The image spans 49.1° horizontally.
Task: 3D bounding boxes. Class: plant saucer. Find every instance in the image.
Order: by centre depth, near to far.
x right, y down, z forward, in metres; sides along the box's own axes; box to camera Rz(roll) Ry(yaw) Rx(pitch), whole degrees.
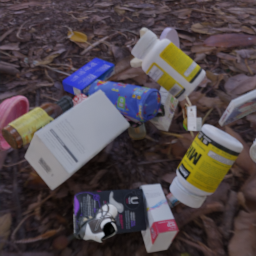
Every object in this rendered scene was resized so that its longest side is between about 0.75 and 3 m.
[{"bbox_3d":[-4.246,-0.220,9.964,0.514,2.030,2.030,20,46,0],"label":"plant saucer"}]

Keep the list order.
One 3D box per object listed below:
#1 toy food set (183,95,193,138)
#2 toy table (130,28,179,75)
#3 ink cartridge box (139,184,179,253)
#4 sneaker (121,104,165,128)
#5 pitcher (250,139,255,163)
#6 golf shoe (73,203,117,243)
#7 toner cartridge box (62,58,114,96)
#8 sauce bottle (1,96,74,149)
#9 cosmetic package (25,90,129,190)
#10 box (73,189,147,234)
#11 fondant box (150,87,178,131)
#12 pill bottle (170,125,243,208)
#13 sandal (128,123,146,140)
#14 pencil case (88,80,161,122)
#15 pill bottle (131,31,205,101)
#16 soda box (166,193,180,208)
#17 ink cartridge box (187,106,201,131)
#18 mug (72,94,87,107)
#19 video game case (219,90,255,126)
[{"bbox_3d":[1.817,-0.358,8.776,0.245,1.221,0.843,-10,35,3],"label":"toy food set"},{"bbox_3d":[1.375,-3.465,13.146,1.512,2.583,2.374,22,41,30],"label":"toy table"},{"bbox_3d":[0.788,2.716,8.514,0.697,1.201,1.627,-1,43,-17],"label":"ink cartridge box"},{"bbox_3d":[0.465,-0.491,11.246,2.291,0.989,0.920,4,21,35],"label":"sneaker"},{"bbox_3d":[4.584,0.747,9.513,1.336,0.810,1.146,9,37,-43],"label":"pitcher"},{"bbox_3d":[-0.551,2.323,6.685,0.783,0.644,1.658,15,10,23],"label":"golf shoe"},{"bbox_3d":[-1.982,-2.614,14.443,1.271,0.577,2.675,27,51,23],"label":"toner cartridge box"},{"bbox_3d":[-2.920,-0.293,9.456,0.863,0.863,2.613,29,49,26],"label":"sauce bottle"},{"bbox_3d":[-1.802,0.458,9.518,2.666,2.658,1.639,-39,90,-33],"label":"cosmetic package"},{"bbox_3d":[-0.584,2.506,8.291,1.991,1.056,1.217,0,71,-14],"label":"box"},{"bbox_3d":[1.527,-0.794,11.709,0.459,1.137,1.576,15,77,32],"label":"fondant box"},{"bbox_3d":[2.244,1.161,8.323,1.289,2.256,1.289,25,16,-8],"label":"pill bottle"},{"bbox_3d":[0.217,-0.391,12.036,0.927,0.623,2.309,-13,39,-5],"label":"sandal"},{"bbox_3d":[-0.203,-0.975,10.059,2.820,1.225,1.100,15,15,37],"label":"pencil case"},{"bbox_3d":[1.420,-2.315,10.296,2.582,1.437,1.437,41,51,-2],"label":"pill bottle"},{"bbox_3d":[1.789,2.287,9.613,1.044,0.332,0.357,-26,50,-23],"label":"soda box"},{"bbox_3d":[1.857,-0.258,7.873,0.171,0.681,0.784,-1,1,-4],"label":"ink cartridge box"},{"bbox_3d":[-1.830,-0.804,12.585,0.908,1.208,1.361,-47,48,5],"label":"mug"},{"bbox_3d":[3.834,-0.777,8.520,1.943,1.771,0.223,-24,71,-2],"label":"video game case"}]
